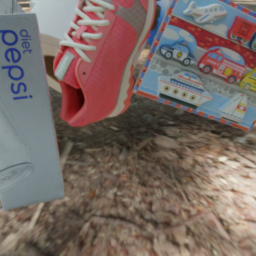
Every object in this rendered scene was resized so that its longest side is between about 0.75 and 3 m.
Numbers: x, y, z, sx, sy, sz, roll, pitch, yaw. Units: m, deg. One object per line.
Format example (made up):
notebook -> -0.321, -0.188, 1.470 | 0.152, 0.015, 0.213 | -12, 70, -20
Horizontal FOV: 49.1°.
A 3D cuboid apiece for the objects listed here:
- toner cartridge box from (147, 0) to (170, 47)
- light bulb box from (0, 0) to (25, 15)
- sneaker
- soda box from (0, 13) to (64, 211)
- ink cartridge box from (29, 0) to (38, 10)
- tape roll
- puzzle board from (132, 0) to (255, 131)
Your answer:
toner cartridge box -> 1.292, -2.096, 6.638 | 1.389, 2.923, 0.631 | -26, 10, 39
light bulb box -> -3.678, -2.425, 7.030 | 1.472, 2.359, 2.338 | -9, 70, 8
sneaker -> -0.384, -1.002, 3.504 | 0.962, 2.611, 1.132 | 34, 46, 25
soda box -> -1.538, -0.216, 4.024 | 0.881, 2.581, 0.819 | -8, 13, -14
ink cartridge box -> -2.114, -3.768, 9.403 | 1.883, 1.374, 0.791 | -31, 46, -22
tape roll -> -0.987, -1.866, 6.266 | 2.537, 2.537, 1.742 | 15, 70, 23
puzzle board -> 1.238, -0.816, 3.736 | 1.971, 1.485, 0.171 | 17, 25, -15
